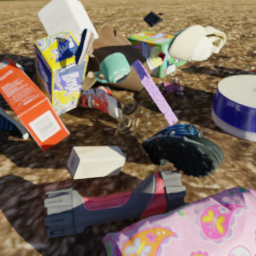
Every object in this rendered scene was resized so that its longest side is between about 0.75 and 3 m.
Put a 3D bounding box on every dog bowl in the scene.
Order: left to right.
[{"bbox_3d":[4.291,-0.722,9.263,2.840,1.118,2.840,0,31,0],"label":"dog bowl"}]

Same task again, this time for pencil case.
[{"bbox_3d":[1.084,1.960,4.856,2.925,1.279,1.279,-14,34,-23],"label":"pencil case"}]

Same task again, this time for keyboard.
[{"bbox_3d":[0.906,-3.804,9.660,0.638,0.136,1.063,-32,39,7],"label":"keyboard"}]

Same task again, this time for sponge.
[{"bbox_3d":[0.747,-0.971,7.893,0.278,1.863,1.039,-33,40,8],"label":"sponge"}]

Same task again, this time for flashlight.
[{"bbox_3d":[-0.261,1.479,5.832,2.814,0.956,0.953,-5,25,-8],"label":"flashlight"}]

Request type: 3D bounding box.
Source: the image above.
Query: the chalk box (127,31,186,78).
[{"bbox_3d":[1.434,-3.467,13.273,2.604,1.614,1.625,21,38,31],"label":"chalk box"}]

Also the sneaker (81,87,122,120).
[{"bbox_3d":[-0.944,-0.775,9.248,1.079,0.672,2.013,-9,32,-17],"label":"sneaker"}]

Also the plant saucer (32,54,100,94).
[{"bbox_3d":[-2.159,-1.842,9.824,2.474,2.474,0.364,-16,65,-25],"label":"plant saucer"}]

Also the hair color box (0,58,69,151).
[{"bbox_3d":[-2.732,-0.700,7.474,0.822,1.362,2.684,-37,49,-16],"label":"hair color box"}]

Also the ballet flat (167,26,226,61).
[{"bbox_3d":[2.224,-2.524,8.448,1.022,1.022,2.942,19,33,29],"label":"ballet flat"}]

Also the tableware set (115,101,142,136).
[{"bbox_3d":[-0.042,-0.371,8.752,0.814,0.247,1.232,-13,47,37],"label":"tableware set"}]

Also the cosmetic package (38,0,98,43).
[{"bbox_3d":[-2.014,-3.465,9.487,1.180,1.430,1.178,-28,-5,22],"label":"cosmetic package"}]

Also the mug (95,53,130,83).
[{"bbox_3d":[-0.372,-1.515,7.623,0.739,0.900,0.556,-11,66,-46],"label":"mug"}]

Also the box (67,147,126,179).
[{"bbox_3d":[-0.715,0.777,6.431,1.200,0.570,0.467,3,34,-38],"label":"box"}]

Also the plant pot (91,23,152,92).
[{"bbox_3d":[-0.328,-2.514,11.251,2.436,2.277,2.277,30,33,-4],"label":"plant pot"}]

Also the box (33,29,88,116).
[{"bbox_3d":[-1.989,-1.408,8.140,1.050,2.998,0.964,-30,79,-23],"label":"box"}]

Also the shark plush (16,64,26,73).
[{"bbox_3d":[-5.344,-2.649,12.932,0.799,0.872,1.919,-23,30,22],"label":"shark plush"}]

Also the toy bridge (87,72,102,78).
[{"bbox_3d":[-0.732,-1.863,9.431,1.373,0.187,0.462,-7,20,12],"label":"toy bridge"}]

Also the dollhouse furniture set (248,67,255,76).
[{"bbox_3d":[6.107,-2.606,12.186,1.270,1.277,1.812,-12,35,-19],"label":"dollhouse furniture set"}]

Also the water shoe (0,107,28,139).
[{"bbox_3d":[-3.675,-0.108,8.100,0.581,1.626,0.642,-2,47,50],"label":"water shoe"}]

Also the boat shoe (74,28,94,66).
[{"bbox_3d":[-0.953,-1.788,6.320,0.307,0.847,0.306,12,12,-47],"label":"boat shoe"}]

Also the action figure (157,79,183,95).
[{"bbox_3d":[1.811,-1.559,11.396,1.033,0.692,0.769,0,-15,-23],"label":"action figure"}]

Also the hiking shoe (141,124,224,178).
[{"bbox_3d":[1.286,0.297,6.449,1.228,1.054,2.833,-38,14,-15],"label":"hiking shoe"}]

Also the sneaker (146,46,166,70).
[{"bbox_3d":[0.930,-2.150,8.438,0.507,0.439,1.123,-15,36,30],"label":"sneaker"}]
